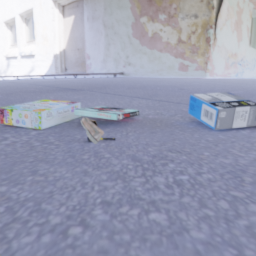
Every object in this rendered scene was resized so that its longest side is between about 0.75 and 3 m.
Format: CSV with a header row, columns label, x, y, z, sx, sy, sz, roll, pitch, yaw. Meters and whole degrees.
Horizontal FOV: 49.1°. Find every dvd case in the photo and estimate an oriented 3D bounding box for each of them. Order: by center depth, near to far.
label,x,y,z,sx,sy,sz,roll,pitch,yaw
dvd case,-0.807,-0.649,11.869,1.892,0.285,2.591,8,10,21

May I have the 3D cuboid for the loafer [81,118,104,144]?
label,x,y,z,sx,sy,sz,roll,pitch,yaw
loafer,-0.927,0.002,7.430,0.385,0.441,1.226,-41,33,2

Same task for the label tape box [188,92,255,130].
label,x,y,z,sx,sy,sz,roll,pitch,yaw
label tape box,4.239,-0.771,11.357,2.898,0.917,2.090,-5,22,-17

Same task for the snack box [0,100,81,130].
label,x,y,z,sx,sy,sz,roll,pitch,yaw
snack box,-3.622,-0.659,12.022,2.042,0.761,2.872,5,14,22

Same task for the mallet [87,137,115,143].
label,x,y,z,sx,sy,sz,roll,pitch,yaw
mallet,-0.865,0.367,9.062,0.921,0.190,0.303,3,13,-5
